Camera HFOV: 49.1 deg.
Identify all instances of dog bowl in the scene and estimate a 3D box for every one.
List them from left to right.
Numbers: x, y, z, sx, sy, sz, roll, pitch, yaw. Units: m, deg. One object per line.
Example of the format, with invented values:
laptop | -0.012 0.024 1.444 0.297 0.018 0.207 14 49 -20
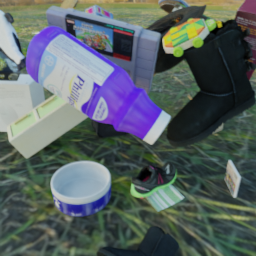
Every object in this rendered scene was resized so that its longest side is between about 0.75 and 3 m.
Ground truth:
dog bowl | -1.208 1.549 7.311 1.517 0.598 1.517 0 29 0

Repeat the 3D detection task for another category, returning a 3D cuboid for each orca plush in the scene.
orca plush | -2.509 -1.973 6.102 1.636 0.861 0.581 42 20 10

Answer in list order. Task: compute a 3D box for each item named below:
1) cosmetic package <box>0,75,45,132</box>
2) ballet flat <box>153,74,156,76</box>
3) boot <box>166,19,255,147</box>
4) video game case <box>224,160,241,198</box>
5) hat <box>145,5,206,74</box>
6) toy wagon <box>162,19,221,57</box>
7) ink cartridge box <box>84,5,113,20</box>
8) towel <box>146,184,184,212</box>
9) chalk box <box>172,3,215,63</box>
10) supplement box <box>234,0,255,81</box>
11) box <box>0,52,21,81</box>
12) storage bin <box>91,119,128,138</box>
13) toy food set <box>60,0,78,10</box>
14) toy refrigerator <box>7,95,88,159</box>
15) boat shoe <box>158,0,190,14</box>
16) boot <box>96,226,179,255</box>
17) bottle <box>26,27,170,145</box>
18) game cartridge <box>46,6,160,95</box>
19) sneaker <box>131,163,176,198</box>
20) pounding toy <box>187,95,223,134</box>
cosmetic package | -4.197 -0.936 10.405 1.906 1.912 1.175 3 30 5
ballet flat | 1.210 -2.998 11.401 0.727 0.791 2.306 -22 45 46
boot | 1.874 -1.105 6.982 2.853 2.338 1.056 -31 30 -4
video game case | 2.808 1.367 7.551 0.086 0.685 0.751 -1 29 -1
hat | 1.004 -2.355 8.101 2.967 1.197 2.967 -24 27 13
toy wagon | 1.171 -1.765 5.218 1.090 0.216 0.846 -22 40 21
ink cartridge box | -1.022 -3.625 10.541 0.585 1.531 1.045 -7 -3 34
towel | 0.949 1.813 7.354 0.862 0.101 0.658 -15 33 -26
chalk box | 2.547 -3.082 9.902 1.574 1.585 2.540 8 31 -35
supplement box | 3.761 -2.738 8.647 1.041 2.431 1.341 26 60 20
box | -4.346 -2.200 8.583 1.462 0.446 1.814 -5 55 -48
storage bin | -0.610 -0.677 9.970 1.246 1.842 0.864 -7 30 -20
toy food set | -2.244 -4.692 10.791 1.148 0.334 1.663 -20 52 33
toy refrigerator | -2.508 -0.336 9.160 2.764 0.967 1.049 -35 38 -5
boat shoe | 2.067 -4.536 11.087 1.975 0.715 0.714 7 -10 -27
boot | 0.224 2.484 5.680 1.392 0.532 1.170 20 38 20
bottle | -0.567 -0.742 5.515 2.925 1.222 0.955 34 53 1
game cartridge | -0.635 -1.838 6.799 2.661 1.725 0.511 17 57 8
sneaker | 0.734 1.297 7.578 1.639 0.687 0.629 -23 20 -40
pounding toy | 2.866 -0.567 10.431 0.885 1.245 1.147 -19 35 -31
